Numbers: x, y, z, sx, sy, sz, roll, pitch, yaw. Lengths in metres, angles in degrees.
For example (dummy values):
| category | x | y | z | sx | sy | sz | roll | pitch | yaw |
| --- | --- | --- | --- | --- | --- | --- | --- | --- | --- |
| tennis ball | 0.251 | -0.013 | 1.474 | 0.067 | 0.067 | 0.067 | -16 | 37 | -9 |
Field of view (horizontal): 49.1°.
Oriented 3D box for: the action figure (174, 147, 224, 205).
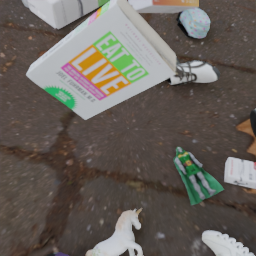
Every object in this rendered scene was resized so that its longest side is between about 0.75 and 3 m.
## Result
| category | x | y | z | sx | sy | sz | roll | pitch | yaw |
| --- | --- | --- | --- | --- | --- | --- | --- | --- | --- |
| action figure | 1.744 | 1.171 | 7.679 | 0.965 | 0.447 | 1.633 | -22 | 54 | -11 |

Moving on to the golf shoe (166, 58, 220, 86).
| category | x | y | z | sx | sy | sz | roll | pitch | yaw |
| --- | --- | --- | --- | --- | --- | --- | --- | --- | --- |
| golf shoe | 1.917 | -1.766 | 9.514 | 2.242 | 0.872 | 1.059 | 16 | 60 | 23 |

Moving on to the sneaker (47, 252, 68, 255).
| category | x | y | z | sx | sy | sz | roll | pitch | yaw |
| --- | --- | --- | --- | --- | --- | --- | --- | --- | --- |
| sneaker | -1.839 | 3.819 | 5.689 | 1.085 | 0.939 | 2.478 | 11 | 52 | 28 |

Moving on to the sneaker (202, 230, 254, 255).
| category | x | y | z | sx | sy | sz | roll | pitch | yaw |
| --- | --- | --- | --- | --- | --- | --- | --- | --- | --- |
| sneaker | 2.474 | 3.106 | 6.157 | 2.082 | 0.782 | 0.844 | 36 | 71 | 23 |

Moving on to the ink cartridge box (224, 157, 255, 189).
| category | x | y | z | sx | sy | sz | roll | pitch | yaw |
| --- | --- | --- | --- | --- | --- | --- | --- | --- | --- |
| ink cartridge box | 3.116 | 1.227 | 7.654 | 0.864 | 0.358 | 0.634 | 12 | 56 | 8 |

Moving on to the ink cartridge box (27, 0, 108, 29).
| category | x | y | z | sx | sy | sz | roll | pitch | yaw |
| --- | --- | --- | --- | --- | --- | --- | --- | --- | --- |
| ink cartridge box | -2.603 | -5.745 | 11.990 | 2.085 | 1.204 | 2.865 | 39 | 64 | 24 |

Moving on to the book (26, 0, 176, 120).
| category | x | y | z | sx | sy | sz | roll | pitch | yaw |
| --- | --- | --- | --- | --- | --- | --- | --- | --- | --- |
| book | -0.622 | -1.309 | 5.996 | 2.722 | 1.818 | 0.654 | -24 | 43 | 35 |

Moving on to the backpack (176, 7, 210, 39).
| category | x | y | z | sx | sy | sz | roll | pitch | yaw |
| --- | --- | --- | --- | --- | --- | --- | --- | --- | --- |
| backpack | 2.661 | -4.198 | 11.138 | 1.134 | 0.860 | 1.359 | -10 | 59 | -10 |

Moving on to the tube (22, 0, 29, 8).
| category | x | y | z | sx | sy | sz | roll | pitch | yaw |
| --- | --- | --- | --- | --- | --- | --- | --- | --- | --- |
| tube | -3.920 | -6.137 | 12.675 | 1.924 | 0.485 | 0.745 | -49 | 26 | -26 |

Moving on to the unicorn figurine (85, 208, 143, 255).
| category | x | y | z | sx | sy | sz | roll | pitch | yaw |
| --- | --- | --- | --- | --- | --- | --- | --- | --- | --- |
| unicorn figurine | -0.171 | 2.714 | 6.412 | 1.876 | 0.693 | 1.289 | -24 | 58 | -16 |

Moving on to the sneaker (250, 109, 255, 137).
| category | x | y | z | sx | sy | sz | roll | pitch | yaw |
| --- | --- | --- | --- | --- | --- | --- | --- | --- | --- |
| sneaker | 4.449 | 0.154 | 8.123 | 1.130 | 0.783 | 1.872 | -16 | 64 | -5 |

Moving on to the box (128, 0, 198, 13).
| category | x | y | z | sx | sy | sz | roll | pitch | yaw |
| --- | --- | --- | --- | --- | --- | --- | --- | --- | --- |
| box | 0.736 | -3.062 | 5.929 | 1.432 | 1.090 | 0.761 | -17 | 19 | -35 |
